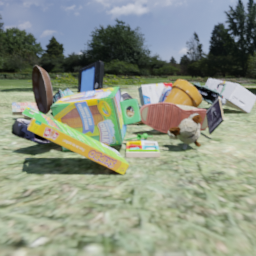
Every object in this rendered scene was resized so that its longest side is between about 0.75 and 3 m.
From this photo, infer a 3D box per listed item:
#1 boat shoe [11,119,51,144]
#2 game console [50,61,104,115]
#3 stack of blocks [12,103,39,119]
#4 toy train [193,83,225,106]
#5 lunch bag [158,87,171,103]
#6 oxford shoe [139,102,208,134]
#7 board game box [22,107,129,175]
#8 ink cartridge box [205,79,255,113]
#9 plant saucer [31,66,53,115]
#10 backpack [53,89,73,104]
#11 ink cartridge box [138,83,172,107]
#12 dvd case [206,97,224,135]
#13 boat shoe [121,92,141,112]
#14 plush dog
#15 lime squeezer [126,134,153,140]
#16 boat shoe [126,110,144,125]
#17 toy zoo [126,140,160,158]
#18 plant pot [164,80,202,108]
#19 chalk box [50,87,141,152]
[{"bbox_3d":[-2.241,0.190,7.608,0.815,0.656,1.758,20,5,24],"label":"boat shoe"},{"bbox_3d":[-2.523,-1.867,13.456,1.687,2.550,2.899,4,0,-30],"label":"game console"},{"bbox_3d":[-4.584,-0.775,12.528,1.120,0.645,0.328,-1,-29,-21],"label":"stack of blocks"},{"bbox_3d":[3.552,-1.480,12.697,1.018,0.761,1.787,14,13,-46],"label":"toy train"},{"bbox_3d":[2.369,-1.429,14.321,1.537,1.231,0.581,8,28,-21],"label":"lunch bag"},{"bbox_3d":[1.519,-0.385,9.947,2.906,1.028,1.073,7,11,-29],"label":"oxford shoe"},{"bbox_3d":[-1.128,0.248,5.868,2.310,0.346,1.104,31,1,-19],"label":"board game box"},{"bbox_3d":[5.399,-1.759,15.072,1.664,0.965,2.298,24,6,-27],"label":"ink cartridge box"},{"bbox_3d":[-3.159,-1.372,10.366,0.321,1.863,1.863,-13,16,-31],"label":"plant saucer"},{"bbox_3d":[-2.192,-0.739,10.420,0.944,1.113,1.253,-32,53,6],"label":"backpack"},{"bbox_3d":[1.520,-1.772,14.967,1.804,1.048,0.607,-8,-5,-19],"label":"ink cartridge box"},{"bbox_3d":[2.767,-0.392,8.961,0.082,0.763,1.026,16,48,-12],"label":"dvd case"},{"bbox_3d":[0.096,-0.974,12.605,0.792,0.917,2.525,31,7,16],"label":"boat shoe"},{"bbox_3d":[1.577,0.073,7.367,1.041,0.835,0.894,-33,-29,6],"label":"plush dog"},{"bbox_3d":[0.397,0.275,8.743,0.921,0.174,0.325,-6,5,-18],"label":"lime squeezer"},{"bbox_3d":[0.158,-0.445,11.244,1.237,0.468,0.457,12,2,11],"label":"boat shoe"},{"bbox_3d":[0.382,0.546,7.579,0.863,0.135,1.315,0,11,1],"label":"toy zoo"},{"bbox_3d":[2.252,-1.132,12.367,1.359,1.485,1.485,-46,24,-9],"label":"plant pot"},{"bbox_3d":[-0.747,-0.289,7.596,2.127,1.323,1.317,-8,19,9],"label":"chalk box"}]
